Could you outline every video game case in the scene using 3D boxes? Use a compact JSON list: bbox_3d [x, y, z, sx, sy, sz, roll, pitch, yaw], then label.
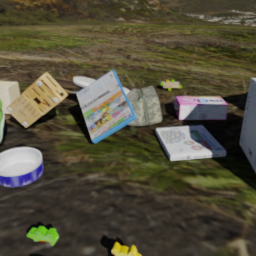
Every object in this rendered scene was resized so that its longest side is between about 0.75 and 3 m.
[{"bbox_3d":[-0.728,-0.698,8.565,1.470,0.183,2.054,-31,54,10],"label":"video game case"},{"bbox_3d":[1.780,0.401,8.332,1.588,0.207,1.745,-4,26,-8],"label":"video game case"}]

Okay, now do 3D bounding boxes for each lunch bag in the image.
[{"bbox_3d":[0.407,-0.728,9.799,1.318,1.095,1.571,-14,25,4],"label":"lunch bag"}]

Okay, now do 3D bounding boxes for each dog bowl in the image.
[{"bbox_3d":[-2.695,0.944,6.898,1.139,0.449,1.139,0,26,0],"label":"dog bowl"}]

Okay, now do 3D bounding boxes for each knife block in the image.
[{"bbox_3d":[-2.787,-1.224,9.408,2.778,0.889,2.438,-30,22,32],"label":"knife block"}]

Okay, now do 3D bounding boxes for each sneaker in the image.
[{"bbox_3d":[-1.088,-1.290,10.644,2.169,0.861,0.851,15,23,-5],"label":"sneaker"}]

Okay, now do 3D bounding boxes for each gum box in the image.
[{"bbox_3d":[2.588,-0.735,10.253,1.773,0.586,1.006,0,23,1],"label":"gum box"}]

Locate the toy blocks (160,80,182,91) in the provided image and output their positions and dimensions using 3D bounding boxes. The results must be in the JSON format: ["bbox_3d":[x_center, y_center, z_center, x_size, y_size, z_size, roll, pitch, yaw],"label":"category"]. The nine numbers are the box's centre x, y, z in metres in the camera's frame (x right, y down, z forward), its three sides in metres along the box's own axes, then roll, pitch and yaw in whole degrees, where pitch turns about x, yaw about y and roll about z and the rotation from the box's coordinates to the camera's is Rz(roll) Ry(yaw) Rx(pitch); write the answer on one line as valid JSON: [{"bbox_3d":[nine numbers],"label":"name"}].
[{"bbox_3d":[1.978,-2.058,13.346,0.996,0.498,0.681,0,14,-5],"label":"toy blocks"}]

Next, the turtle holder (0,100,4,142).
[{"bbox_3d":[-4.085,-0.028,7.387,2.524,1.792,1.918,15,28,28],"label":"turtle holder"}]

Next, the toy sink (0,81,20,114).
[{"bbox_3d":[-5.072,-1.197,10.751,1.601,1.043,0.897,2,25,7],"label":"toy sink"}]

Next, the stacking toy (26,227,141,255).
[{"bbox_3d":[-0.962,2.293,4.103,2.062,0.484,1.555,5,24,16],"label":"stacking toy"}]

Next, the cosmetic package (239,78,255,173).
[{"bbox_3d":[4.163,0.130,6.663,2.090,2.103,2.513,1,24,5],"label":"cosmetic package"}]
